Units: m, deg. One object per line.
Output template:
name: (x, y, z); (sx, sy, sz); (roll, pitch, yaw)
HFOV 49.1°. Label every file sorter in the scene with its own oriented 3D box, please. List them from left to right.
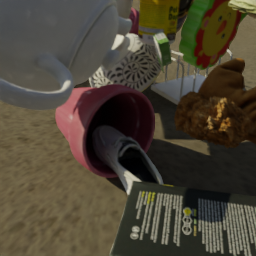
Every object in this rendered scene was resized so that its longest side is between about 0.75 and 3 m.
file sorter: (2.092, -1.852, 9.241); (2.184, 1.360, 1.516); (-18, 35, -26)

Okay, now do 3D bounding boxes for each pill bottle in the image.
pill bottle: (0.701, -2.745, 6.299); (0.882, 1.614, 0.882); (2, 30, -1)
pill bottle: (1.055, -3.274, 7.814); (1.195, 1.195, 2.137); (0, -1, 1)

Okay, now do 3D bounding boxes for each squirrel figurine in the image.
squirrel figurine: (1.518, -0.084, 3.873); (1.592, 1.127, 1.486); (-16, 43, -25)

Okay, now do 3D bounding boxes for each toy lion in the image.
toy lion: (2.218, -2.920, 6.676); (2.786, 2.907, 0.998); (-47, 57, -7)

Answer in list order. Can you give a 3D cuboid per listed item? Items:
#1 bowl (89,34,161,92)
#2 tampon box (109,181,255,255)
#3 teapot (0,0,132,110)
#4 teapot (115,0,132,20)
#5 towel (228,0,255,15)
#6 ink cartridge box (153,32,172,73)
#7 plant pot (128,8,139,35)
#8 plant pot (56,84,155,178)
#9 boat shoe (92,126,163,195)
bowl: (-0.319, -2.095, 8.628); (2.608, 1.224, 2.608); (-20, 43, 20)
tampon box: (0.843, 1.626, 3.397); (1.860, 1.394, 1.174); (6, 32, 11)
teapot: (-0.997, -1.388, 4.019); (1.853, 2.537, 2.504); (32, -8, -3)
teapot: (-0.731, -3.377, 6.597); (2.270, 2.240, 1.658); (24, 79, 52)
towel: (1.932, -1.578, 3.314); (1.208, 0.220, 0.897); (-19, 36, -8)
ink cartridge box: (0.731, -1.558, 5.824); (0.223, 0.750, 0.390); (-20, 49, 2)
plant pot: (-0.296, -3.525, 9.270); (1.036, 1.157, 1.157); (13, 18, -40)
plant pot: (-0.624, -0.110, 5.949); (1.843, 1.843, 1.650); (-24, 33, -34)
boat shoe: (-0.007, 0.539, 5.494); (0.820, 0.729, 2.230); (-22, 49, -29)
